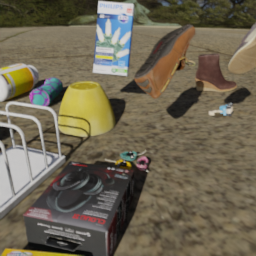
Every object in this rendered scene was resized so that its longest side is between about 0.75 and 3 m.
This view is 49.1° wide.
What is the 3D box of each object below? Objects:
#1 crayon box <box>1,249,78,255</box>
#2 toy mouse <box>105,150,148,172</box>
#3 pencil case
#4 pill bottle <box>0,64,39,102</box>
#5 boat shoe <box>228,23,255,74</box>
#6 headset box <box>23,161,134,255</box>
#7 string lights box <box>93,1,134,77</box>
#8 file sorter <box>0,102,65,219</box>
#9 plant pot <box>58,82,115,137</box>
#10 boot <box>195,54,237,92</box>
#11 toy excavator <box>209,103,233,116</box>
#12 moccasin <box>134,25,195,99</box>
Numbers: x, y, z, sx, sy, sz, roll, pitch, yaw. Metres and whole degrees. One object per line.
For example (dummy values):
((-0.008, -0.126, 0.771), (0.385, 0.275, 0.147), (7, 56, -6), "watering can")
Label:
((-1.431, 2.418, 4.367), (1.434, 0.418, 0.851), (3, 25, 6), "crayon box")
((0.173, 0.930, 7.767), (1.226, 0.237, 1.090), (17, 31, 32), "toy mouse")
((-3.621, -1.622, 12.494), (0.924, 0.851, 2.000), (23, 25, -4), "pencil case")
((-5.363, -2.206, 13.132), (1.368, 1.368, 2.504), (10, 27, 20), "pill bottle")
((3.351, -2.242, 7.364), (0.696, 1.934, 0.627), (19, 50, -7), "boat shoe")
((-0.885, 1.619, 5.604), (1.590, 0.825, 2.137), (7, 24, 14), "headset box")
((-0.550, -3.359, 10.803), (1.346, 2.620, 0.773), (6, 8, 3), "string lights box")
((-3.107, 0.608, 6.816), (1.835, 1.647, 2.644), (9, 27, 20), "file sorter")
((-1.521, -0.810, 10.022), (2.087, 1.482, 2.087), (-1, 25, 0), "plant pot")
((4.376, -2.700, 13.696), (2.144, 1.784, 0.776), (-2, 25, -4), "boot")
((3.697, -0.670, 11.131), (0.804, 0.401, 0.782), (1, 22, 35), "toy excavator")
((1.178, -1.856, 7.591), (0.953, 1.005, 2.605), (-11, 39, 46), "moccasin")
